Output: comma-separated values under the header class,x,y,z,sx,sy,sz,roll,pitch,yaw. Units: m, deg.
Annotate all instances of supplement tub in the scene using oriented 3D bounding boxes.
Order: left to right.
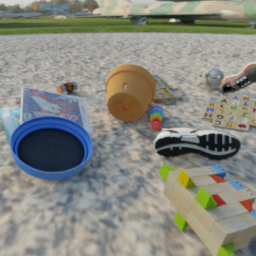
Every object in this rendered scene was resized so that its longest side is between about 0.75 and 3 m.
class,x,y,z,sx,sy,sz,roll,pitch,yaw
supplement tub,-3.393,-2.212,15.625,1.073,0.657,0.657,-23,34,-36

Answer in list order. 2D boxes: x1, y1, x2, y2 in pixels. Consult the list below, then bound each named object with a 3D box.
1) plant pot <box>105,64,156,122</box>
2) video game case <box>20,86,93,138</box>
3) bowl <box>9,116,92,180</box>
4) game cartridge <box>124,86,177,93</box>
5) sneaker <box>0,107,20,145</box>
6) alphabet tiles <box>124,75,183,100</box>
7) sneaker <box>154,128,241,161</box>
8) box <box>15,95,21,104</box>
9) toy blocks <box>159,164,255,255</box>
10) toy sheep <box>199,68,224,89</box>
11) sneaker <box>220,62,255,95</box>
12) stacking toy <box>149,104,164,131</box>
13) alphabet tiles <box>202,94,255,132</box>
class,x,y,z,sx,sy,sz,roll,pitch,yaw
plant pot,0.009,-1.380,12.402,2.346,2.346,1.642,5,44,9
video game case,-2.868,-0.658,11.197,2.696,0.310,2.457,9,36,-26
bowl,-2.460,0.615,9.122,2.573,0.505,2.573,11,40,-9
game cartridge,1.211,-2.264,15.994,2.153,0.396,2.443,-19,34,-33
sneaker,-3.826,-0.214,10.933,1.948,1.187,2.983,-13,30,-22
alphabet tiles,1.083,-2.193,14.777,2.932,0.111,2.451,-7,41,-33
sneaker,2.394,0.403,9.804,2.913,1.074,1.165,4,24,8
box,-4.801,-1.358,14.188,1.887,0.365,0.391,9,27,17
toy blocks,2.225,1.842,6.824,1.872,1.369,2.739,-2,30,-28
toy sheep,4.902,-2.867,16.264,1.339,1.339,1.942,-3,13,-6
sneaker,3.237,-1.292,7.887,0.611,0.575,1.493,-54,13,-31
stacking toy,1.216,-0.396,12.048,0.681,0.681,1.594,2,33,4
alphabet tiles,4.784,-0.781,12.747,2.446,0.093,2.940,11,38,21
